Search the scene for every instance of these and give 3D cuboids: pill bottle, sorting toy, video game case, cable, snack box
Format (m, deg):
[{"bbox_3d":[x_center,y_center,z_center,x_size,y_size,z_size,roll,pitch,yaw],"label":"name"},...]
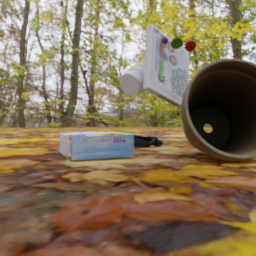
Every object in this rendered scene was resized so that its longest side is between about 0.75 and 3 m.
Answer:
[{"bbox_3d":[0.589,-2.110,11.408,1.148,1.148,2.009,1,30,39],"label":"pill bottle"},{"bbox_3d":[1.696,-2.927,9.467,1.192,0.410,0.413,8,-45,-9],"label":"sorting toy"},{"bbox_3d":[1.404,-2.047,9.740,2.197,2.414,0.286,20,-25,-40],"label":"video game case"},{"bbox_3d":[0.387,0.532,12.564,2.262,0.575,1.846,0,1,25],"label":"cable"},{"bbox_3d":[-1.112,0.522,9.038,1.924,0.772,2.281,-1,0,-22],"label":"snack box"}]

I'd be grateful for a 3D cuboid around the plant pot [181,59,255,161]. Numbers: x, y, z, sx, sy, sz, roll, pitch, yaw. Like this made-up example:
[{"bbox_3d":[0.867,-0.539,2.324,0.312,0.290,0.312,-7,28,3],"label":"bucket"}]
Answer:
[{"bbox_3d":[2.915,-0.292,8.841,2.941,2.941,2.552,0,-14,-3],"label":"plant pot"}]
